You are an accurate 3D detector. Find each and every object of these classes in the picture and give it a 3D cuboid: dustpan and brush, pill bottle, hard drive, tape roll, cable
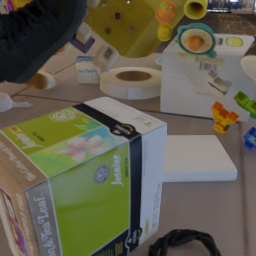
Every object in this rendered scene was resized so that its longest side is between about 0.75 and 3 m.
[{"bbox_3d":[-4.133,-0.828,9.473,1.669,0.478,1.165,-9,36,-3],"label":"dustpan and brush"},{"bbox_3d":[3.624,-2.086,5.551,1.447,2.725,1.447,35,2,-1],"label":"pill bottle"},{"bbox_3d":[1.059,0.676,6.631,2.450,0.327,1.616,-1,28,-1],"label":"hard drive"},{"bbox_3d":[0.211,-1.862,11.265,2.727,0.498,2.727,0,27,0],"label":"tape roll"},{"bbox_3d":[0.872,1.961,4.318,1.135,0.288,0.926,-20,29,-30],"label":"cable"}]

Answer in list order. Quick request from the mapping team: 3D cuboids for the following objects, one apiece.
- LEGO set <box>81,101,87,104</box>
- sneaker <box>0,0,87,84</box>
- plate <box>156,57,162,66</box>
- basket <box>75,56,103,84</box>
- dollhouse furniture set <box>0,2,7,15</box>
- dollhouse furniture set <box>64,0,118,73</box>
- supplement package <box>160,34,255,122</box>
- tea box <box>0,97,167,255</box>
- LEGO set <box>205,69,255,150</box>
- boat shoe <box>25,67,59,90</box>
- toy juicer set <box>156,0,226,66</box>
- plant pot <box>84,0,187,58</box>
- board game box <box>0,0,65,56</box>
[{"bbox_3d":[-1.023,-0.264,7.903,1.060,0.798,1.378,7,29,13],"label":"LEGO set"},{"bbox_3d":[-2.054,-1.550,4.831,1.487,2.850,0.856,1,52,-59],"label":"sneaker"},{"bbox_3d":[2.752,-3.135,13.840,2.772,0.354,2.772,0,27,0],"label":"plate"},{"bbox_3d":[-1.668,-2.552,11.905,1.232,0.972,1.397,3,58,4],"label":"basket"},{"bbox_3d":[-3.435,-2.696,6.352,0.985,1.398,0.980,-19,28,11],"label":"dollhouse furniture set"},{"bbox_3d":[-0.850,-3.143,7.871,2.180,2.752,1.953,34,-10,-11],"label":"dollhouse furniture set"},{"bbox_3d":[2.747,-1.885,9.550,2.739,2.106,2.864,8,30,15],"label":"supplement package"},{"bbox_3d":[-0.686,0.941,4.155,2.110,2.145,1.433,-23,36,-37],"label":"tea box"},{"bbox_3d":[2.959,-0.200,7.517,2.763,1.134,1.054,39,78,14],"label":"LEGO set"},{"bbox_3d":[-3.629,-2.077,11.436,0.808,0.861,2.335,-12,31,-42],"label":"boat shoe"},{"bbox_3d":[1.400,-2.079,6.719,1.429,2.246,0.611,4,60,33],"label":"toy juicer set"},{"bbox_3d":[0.144,-4.050,9.604,2.804,2.804,2.473,42,38,-4],"label":"plant pot"},{"bbox_3d":[-2.899,-3.594,8.450,2.068,2.066,2.067,-15,-14,-37],"label":"board game box"}]
